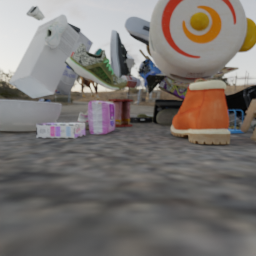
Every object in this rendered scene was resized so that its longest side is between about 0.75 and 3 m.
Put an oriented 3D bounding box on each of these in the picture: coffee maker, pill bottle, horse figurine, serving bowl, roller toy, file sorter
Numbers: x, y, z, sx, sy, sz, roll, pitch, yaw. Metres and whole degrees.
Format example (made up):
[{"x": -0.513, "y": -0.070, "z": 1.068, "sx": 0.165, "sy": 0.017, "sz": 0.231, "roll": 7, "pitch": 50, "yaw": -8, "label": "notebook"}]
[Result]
[{"x": 3.466, "y": -0.819, "z": 8.863, "sx": 1.047, "sy": 1.493, "sz": 1.555, "roll": -42, "pitch": 7, "yaw": -21, "label": "coffee maker"}, {"x": 0.094, "y": -1.688, "z": 10.342, "sx": 0.752, "sy": 0.422, "sz": 0.422, "roll": -2, "pitch": 4, "yaw": -39, "label": "pill bottle"}, {"x": -1.847, "y": -2.388, "z": 13.985, "sx": 0.706, "sy": 1.873, "sz": 2.827, "roll": -11, "pitch": 17, "yaw": -25, "label": "horse figurine"}, {"x": -3.573, "y": -0.374, "z": 8.996, "sx": 2.811, "sy": 0.925, "sz": 2.811, "roll": 1, "pitch": 2, "yaw": 0, "label": "serving bowl"}, {"x": 1.979, "y": -2.763, "z": 8.295, "sx": 2.651, "sy": 2.906, "sz": 2.031, "roll": -43, "pitch": -4, "yaw": 1, "label": "roller toy"}, {"x": 2.741, "y": -0.194, "z": 8.369, "sx": 1.137, "sy": 0.697, "sz": 0.789, "roll": -2, "pitch": 3, "yaw": -20, "label": "file sorter"}]

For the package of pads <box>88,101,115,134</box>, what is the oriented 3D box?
[{"x": -0.770, "y": -0.329, "z": 8.468, "sx": 0.592, "sy": 0.943, "sz": 1.566, "roll": 1, "pitch": 4, "yaw": 6, "label": "package of pads"}]

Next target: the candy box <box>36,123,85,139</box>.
[{"x": -1.658, "y": 0.056, "z": 7.009, "sx": 0.974, "sy": 0.348, "sz": 0.817, "roll": 0, "pitch": 3, "yaw": 10, "label": "candy box"}]

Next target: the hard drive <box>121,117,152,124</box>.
[{"x": 0.314, "y": -0.413, "z": 15.254, "sx": 1.685, "sy": 0.319, "sz": 1.177, "roll": 4, "pitch": 5, "yaw": 43, "label": "hard drive"}]

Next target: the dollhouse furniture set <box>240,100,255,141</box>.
[{"x": 3.497, "y": 0.178, "z": 5.619, "sx": 1.851, "sy": 0.904, "sz": 1.578, "roll": 24, "pitch": 0, "yaw": -10, "label": "dollhouse furniture set"}]

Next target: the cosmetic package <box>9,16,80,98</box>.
[{"x": -2.941, "y": -2.484, "z": 9.963, "sx": 1.413, "sy": 2.627, "sz": 1.114, "roll": -2, "pitch": -28, "yaw": 41, "label": "cosmetic package"}]

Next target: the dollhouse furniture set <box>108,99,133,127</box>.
[{"x": -0.705, "y": -0.652, "z": 12.245, "sx": 0.874, "sy": 1.156, "sz": 2.148, "roll": -2, "pitch": 4, "yaw": -33, "label": "dollhouse furniture set"}]

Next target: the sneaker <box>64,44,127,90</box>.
[{"x": -0.767, "y": -1.802, "z": 8.316, "sx": 2.096, "sy": 0.929, "sz": 0.806, "roll": 18, "pitch": 25, "yaw": -36, "label": "sneaker"}]

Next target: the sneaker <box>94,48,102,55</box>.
[{"x": -1.182, "y": -2.635, "z": 11.091, "sx": 0.415, "sy": 1.043, "sz": 0.404, "roll": 32, "pitch": 29, "yaw": 23, "label": "sneaker"}]

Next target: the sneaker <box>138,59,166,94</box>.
[{"x": 0.757, "y": -1.948, "z": 10.336, "sx": 1.026, "sy": 0.904, "sz": 2.301, "roll": 42, "pitch": 15, "yaw": -4, "label": "sneaker"}]

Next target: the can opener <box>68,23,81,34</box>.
[{"x": -2.593, "y": -4.313, "z": 12.065, "sx": 1.233, "sy": 0.410, "sz": 0.325, "roll": 7, "pitch": -41, "yaw": -47, "label": "can opener"}]

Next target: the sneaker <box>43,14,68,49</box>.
[{"x": -2.336, "y": -3.200, "z": 9.069, "sx": 0.424, "sy": 1.205, "sz": 0.483, "roll": 10, "pitch": -14, "yaw": 33, "label": "sneaker"}]

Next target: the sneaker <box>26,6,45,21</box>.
[{"x": -3.540, "y": -4.338, "z": 10.717, "sx": 0.504, "sy": 0.467, "sz": 1.243, "roll": 38, "pitch": 0, "yaw": -37, "label": "sneaker"}]

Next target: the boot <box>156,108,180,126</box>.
[{"x": 2.271, "y": -0.429, "z": 11.581, "sx": 2.444, "sy": 0.828, "sz": 1.597, "roll": 1, "pitch": 5, "yaw": 15, "label": "boot"}]

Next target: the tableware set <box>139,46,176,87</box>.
[{"x": 1.818, "y": -3.275, "z": 13.141, "sx": 1.565, "sy": 2.367, "sz": 0.474, "roll": -47, "pitch": 12, "yaw": -19, "label": "tableware set"}]

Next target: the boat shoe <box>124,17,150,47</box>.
[{"x": 0.946, "y": -3.193, "z": 10.035, "sx": 2.363, "sy": 0.826, "sz": 0.783, "roll": 25, "pitch": -6, "yaw": 13, "label": "boat shoe"}]

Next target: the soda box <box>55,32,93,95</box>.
[{"x": -2.731, "y": -2.963, "z": 12.914, "sx": 0.991, "sy": 2.904, "sz": 0.921, "roll": 5, "pitch": -22, "yaw": 47, "label": "soda box"}]

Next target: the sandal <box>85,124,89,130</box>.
[{"x": -1.270, "y": -0.075, "z": 9.802, "sx": 1.047, "sy": 0.283, "sz": 0.421, "roll": -2, "pitch": 4, "yaw": -26, "label": "sandal"}]

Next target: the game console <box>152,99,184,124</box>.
[{"x": 2.509, "y": -0.618, "z": 13.135, "sx": 2.481, "sy": 2.182, "sz": 1.444, "roll": 0, "pitch": 44, "yaw": -3, "label": "game console"}]

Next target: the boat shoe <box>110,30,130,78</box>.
[{"x": -0.353, "y": -2.925, "z": 11.540, "sx": 0.706, "sy": 2.495, "sz": 0.856, "roll": -1, "pitch": -22, "yaw": -11, "label": "boat shoe"}]

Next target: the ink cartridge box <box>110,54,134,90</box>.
[{"x": -0.434, "y": -2.855, "z": 13.692, "sx": 0.663, "sy": 1.579, "sz": 1.152, "roll": 5, "pitch": 28, "yaw": -33, "label": "ink cartridge box"}]

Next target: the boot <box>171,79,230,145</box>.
[{"x": 1.610, "y": -0.398, "z": 6.448, "sx": 0.958, "sy": 1.369, "sz": 2.553, "roll": -2, "pitch": 2, "yaw": -6, "label": "boot"}]

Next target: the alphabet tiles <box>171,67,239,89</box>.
[{"x": 2.992, "y": -2.221, "z": 11.954, "sx": 2.221, "sy": 0.100, "sz": 2.657, "roll": -22, "pitch": 17, "yaw": -6, "label": "alphabet tiles"}]

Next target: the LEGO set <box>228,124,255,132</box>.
[{"x": 3.886, "y": 0.005, "z": 8.494, "sx": 1.078, "sy": 0.471, "sz": 1.661, "roll": 1, "pitch": -10, "yaw": -19, "label": "LEGO set"}]

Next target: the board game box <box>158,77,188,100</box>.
[{"x": 2.799, "y": -2.949, "z": 14.694, "sx": 1.607, "sy": 2.678, "sz": 0.432, "roll": 25, "pitch": -10, "yaw": 2, "label": "board game box"}]

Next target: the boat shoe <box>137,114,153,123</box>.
[{"x": 1.163, "y": -0.507, "z": 15.966, "sx": 1.331, "sy": 0.497, "sz": 0.455, "roll": 10, "pitch": 1, "yaw": 21, "label": "boat shoe"}]

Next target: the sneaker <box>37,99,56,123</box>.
[{"x": -3.861, "y": -0.657, "z": 12.027, "sx": 1.052, "sy": 1.194, "sz": 2.679, "roll": 0, "pitch": 4, "yaw": 4, "label": "sneaker"}]

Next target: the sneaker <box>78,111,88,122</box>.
[{"x": -2.257, "y": -0.671, "z": 16.730, "sx": 1.488, "sy": 0.656, "sz": 0.605, "roll": -1, "pitch": 4, "yaw": -19, "label": "sneaker"}]
